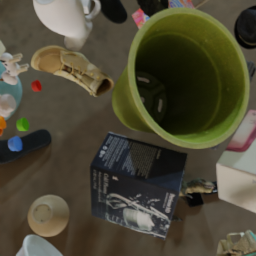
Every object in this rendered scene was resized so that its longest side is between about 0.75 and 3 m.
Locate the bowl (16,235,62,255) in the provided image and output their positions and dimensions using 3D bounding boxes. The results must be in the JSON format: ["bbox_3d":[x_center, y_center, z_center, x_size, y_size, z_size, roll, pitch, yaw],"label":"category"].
[{"bbox_3d":[-1.541,3.152,5.134,0.974,2.168,2.168,-40,74,-12],"label":"bowl"}]

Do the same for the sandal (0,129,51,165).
[{"bbox_3d":[-3.565,0.690,9.197,2.133,0.510,0.802,-18,69,-20],"label":"sandal"}]

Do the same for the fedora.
[{"bbox_3d":[3.323,-2.777,7.588,0.556,1.217,1.217,2,61,-46],"label":"fedora"}]

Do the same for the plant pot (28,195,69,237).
[{"bbox_3d":[-2.415,2.555,8.246,1.224,0.822,1.224,0,69,-1],"label":"plant pot"}]

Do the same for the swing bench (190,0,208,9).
[{"bbox_3d":[1.791,-4.847,9.149,1.865,1.875,1.216,-36,41,-11],"label":"swing bench"}]

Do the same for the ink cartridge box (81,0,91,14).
[{"bbox_3d":[-2.324,-5.184,11.460,1.551,0.390,0.845,5,69,3],"label":"ink cartridge box"}]

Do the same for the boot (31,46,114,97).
[{"bbox_3d":[-1.404,-1.461,7.462,1.530,1.969,0.717,41,114,22],"label":"boot"}]

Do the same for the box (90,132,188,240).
[{"bbox_3d":[0.196,1.299,6.246,1.825,1.856,1.150,14,42,10],"label":"box"}]

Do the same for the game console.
[{"bbox_3d":[2.424,2.003,8.818,1.286,0.155,0.759,-12,69,-3],"label":"game console"}]

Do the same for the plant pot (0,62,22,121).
[{"bbox_3d":[-5.149,-1.465,9.292,2.631,1.763,2.631,0,70,0],"label":"plant pot"}]

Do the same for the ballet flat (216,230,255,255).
[{"bbox_3d":[2.208,2.521,5.860,0.500,1.475,0.555,-7,53,-26],"label":"ballet flat"}]

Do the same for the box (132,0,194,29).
[{"bbox_3d":[1.020,-3.575,8.682,0.891,1.882,0.966,-36,105,-18],"label":"box"}]

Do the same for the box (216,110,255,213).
[{"bbox_3d":[3.051,0.744,6.626,1.125,1.320,2.065,17,48,37],"label":"box"}]

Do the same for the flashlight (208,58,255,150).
[{"bbox_3d":[2.492,-0.686,7.514,0.854,0.851,2.515,23,89,36],"label":"flashlight"}]

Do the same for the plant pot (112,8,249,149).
[{"bbox_3d":[0.811,-0.903,6.791,2.858,2.714,2.858,2,84,-23],"label":"plant pot"}]

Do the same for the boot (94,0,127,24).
[{"bbox_3d":[-0.384,-3.653,7.398,1.590,1.929,0.633,43,79,-16],"label":"boot"}]

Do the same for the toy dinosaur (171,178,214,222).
[{"bbox_3d":[1.060,2.134,8.531,2.958,0.702,1.304,0,68,7],"label":"toy dinosaur"}]

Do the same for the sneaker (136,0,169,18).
[{"bbox_3d":[0.707,-4.135,6.972,1.308,1.131,2.987,-14,74,-11],"label":"sneaker"}]

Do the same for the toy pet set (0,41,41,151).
[{"bbox_3d":[-3.661,-1.089,6.957,1.493,2.625,2.811,-13,40,9],"label":"toy pet set"}]

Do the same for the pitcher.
[{"bbox_3d":[-1.442,-3.015,7.070,1.090,1.798,1.543,34,87,20],"label":"pitcher"}]
